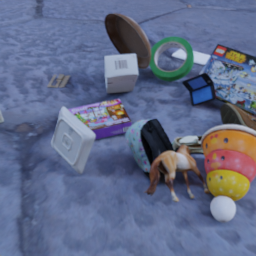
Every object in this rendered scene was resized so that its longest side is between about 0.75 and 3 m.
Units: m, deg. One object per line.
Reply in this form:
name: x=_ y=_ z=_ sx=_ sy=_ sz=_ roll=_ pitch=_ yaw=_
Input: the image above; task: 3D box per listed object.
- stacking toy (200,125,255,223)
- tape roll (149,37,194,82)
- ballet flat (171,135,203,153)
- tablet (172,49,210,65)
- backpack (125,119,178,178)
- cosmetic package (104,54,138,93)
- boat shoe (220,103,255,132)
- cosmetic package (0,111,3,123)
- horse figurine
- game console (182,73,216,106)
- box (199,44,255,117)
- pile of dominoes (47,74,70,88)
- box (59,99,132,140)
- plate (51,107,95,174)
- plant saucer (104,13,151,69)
stacking toy: x=2.521 y=1.223 z=6.974 sx=1.687 sy=1.687 sz=2.309 roll=11 pitch=54 yaw=14
tape roll: x=1.819 y=-2.918 z=11.857 sx=1.880 sy=0.452 sz=1.880 roll=-5 pitch=74 yaw=18
ballet flat: x=2.167 y=0.458 z=8.464 sx=1.747 sy=0.545 sz=0.589 roll=-8 pitch=52 yaw=-9
tablet: x=3.206 y=-3.578 z=13.971 sx=1.768 sy=0.121 sz=1.151 roll=24 pitch=44 yaw=28
backpack: x=0.600 y=0.498 z=7.665 sx=0.941 sy=1.487 sz=1.241 roll=-12 pitch=19 yaw=48
cosmetic package: x=-0.298 y=-1.956 z=10.400 sx=1.138 sy=2.017 sz=0.818 roll=-6 pitch=81 yaw=-3
boat shoe: x=3.773 y=0.052 z=8.825 sx=0.791 sy=0.837 sz=2.326 roll=-9 pitch=47 yaw=-15
cosmetic package: x=-5.606 y=-0.464 z=9.016 sx=2.611 sy=1.373 sz=0.928 roll=-26 pitch=45 yaw=-27
horse figurine: x=1.225 y=1.077 z=7.022 sx=2.214 sy=0.553 sz=1.467 roll=1 pitch=64 yaw=-44
game console: x=2.548 y=-1.374 z=10.111 sx=1.018 sy=0.877 sz=0.604 roll=-17 pitch=44 yaw=41
box: x=4.024 y=-1.744 z=10.206 sx=2.723 sy=0.543 sz=1.864 roll=33 pitch=93 yaw=29
pile of dominoes: x=-2.934 y=-1.955 z=11.959 sx=0.741 sy=0.151 sz=0.950 roll=7 pitch=47 yaw=8
box: x=-1.119 y=-0.237 z=9.362 sx=2.187 sy=0.428 sz=1.496 roll=-13 pitch=38 yaw=-12
plate: x=-1.589 y=0.359 z=7.603 sx=1.407 sy=1.410 sz=0.228 roll=39 pitch=33 yaw=26
plant saucer: x=0.075 y=-3.356 z=10.669 sx=0.449 sy=2.453 sz=2.453 roll=-43 pitch=52 yaw=-14
